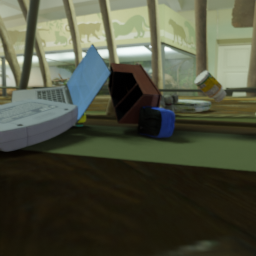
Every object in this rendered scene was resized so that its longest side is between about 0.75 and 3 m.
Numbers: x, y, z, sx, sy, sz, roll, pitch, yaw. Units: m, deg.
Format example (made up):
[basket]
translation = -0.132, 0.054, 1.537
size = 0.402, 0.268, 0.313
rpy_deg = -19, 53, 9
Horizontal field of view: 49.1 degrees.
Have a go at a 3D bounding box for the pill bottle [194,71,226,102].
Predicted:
[pill bottle]
translation = 2.484, -1.217, 8.391
size = 0.931, 0.525, 0.525
rpy_deg = 41, -2, -14

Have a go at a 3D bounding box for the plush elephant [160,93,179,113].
[plush elephant]
translation = 1.830, -1.138, 13.407
size = 1.119, 1.052, 1.359
rpy_deg = -3, 9, -22

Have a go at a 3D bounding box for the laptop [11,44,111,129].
[laptop]
translation = -2.232, -1.331, 8.634
size = 2.878, 1.668, 2.694
rpy_deg = -7, 34, -15

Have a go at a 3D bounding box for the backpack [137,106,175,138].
[backpack]
translation = 0.827, -0.175, 7.492
size = 0.853, 0.826, 1.016
rpy_deg = -1, 7, -28

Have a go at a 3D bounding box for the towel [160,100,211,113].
[towel]
translation = 3.276, -1.247, 15.926
size = 2.200, 0.619, 2.570
rpy_deg = 9, 12, 32

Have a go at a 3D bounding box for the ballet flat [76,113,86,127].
[ballet flat]
translation = -2.734, -0.579, 9.930
size = 2.775, 0.930, 0.927
rpy_deg = 3, 9, 22

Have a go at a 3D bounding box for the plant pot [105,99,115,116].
[plant pot]
translation = -0.644, -1.000, 13.454
size = 0.901, 0.782, 0.901
rpy_deg = -1, 7, 0

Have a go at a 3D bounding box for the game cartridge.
[game cartridge]
translation = -2.601, -0.175, 6.976
size = 1.928, 0.585, 2.892
rpy_deg = 7, 18, 22

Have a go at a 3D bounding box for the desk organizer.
[desk organizer]
translation = 0.087, -1.205, 9.162
size = 1.137, 1.059, 2.954
rpy_deg = 2, 29, -12
